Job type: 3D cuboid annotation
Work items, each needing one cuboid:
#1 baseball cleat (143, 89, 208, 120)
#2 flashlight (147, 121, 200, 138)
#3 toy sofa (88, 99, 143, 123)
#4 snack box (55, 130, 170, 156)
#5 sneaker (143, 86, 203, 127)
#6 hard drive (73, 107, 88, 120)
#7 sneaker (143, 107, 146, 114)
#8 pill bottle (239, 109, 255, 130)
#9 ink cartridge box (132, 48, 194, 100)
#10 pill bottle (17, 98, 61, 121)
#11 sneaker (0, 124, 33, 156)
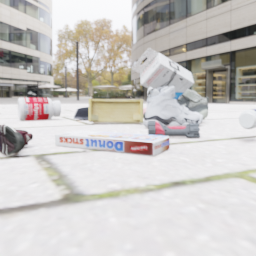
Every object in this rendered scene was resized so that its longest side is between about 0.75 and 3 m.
[{"bbox_3d":[2.101,-0.993,12.512,2.921,1.554,1.018,-2,13,-4],"label":"baseball cleat"},{"bbox_3d":[1.278,0.032,7.975,1.449,0.491,0.492,-1,11,4],"label":"flashlight"},{"bbox_3d":[-0.522,-0.721,12.063,2.376,0.984,1.160,0,-1,-1],"label":"toy sofa"},{"bbox_3d":[-0.403,0.297,6.351,2.530,0.308,0.909,3,7,29],"label":"snack box"},{"bbox_3d":[1.806,-0.815,10.780,2.698,1.551,1.014,-4,6,-28],"label":"sneaker"},{"bbox_3d":[-1.465,-0.799,15.019,1.971,0.618,2.922,2,6,18],"label":"hard drive"},{"bbox_3d":[1.499,-0.835,15.088,1.785,0.672,0.933,6,2,16],"label":"sneaker"},{"bbox_3d":[3.176,-0.228,7.264,0.508,0.508,0.916,4,8,35],"label":"pill bottle"},{"bbox_3d":[1.340,-2.031,11.047,2.168,0.723,1.256,23,-47,-26],"label":"ink cartridge box"},{"bbox_3d":[-4.451,-0.940,14.068,1.979,1.111,1.111,-3,7,-27],"label":"pill bottle"},{"bbox_3d":[-2.364,0.207,5.976,1.605,0.607,0.927,5,5,43],"label":"sneaker"}]
